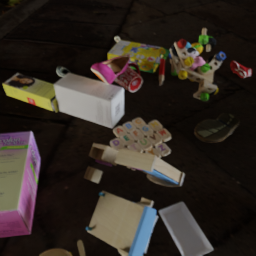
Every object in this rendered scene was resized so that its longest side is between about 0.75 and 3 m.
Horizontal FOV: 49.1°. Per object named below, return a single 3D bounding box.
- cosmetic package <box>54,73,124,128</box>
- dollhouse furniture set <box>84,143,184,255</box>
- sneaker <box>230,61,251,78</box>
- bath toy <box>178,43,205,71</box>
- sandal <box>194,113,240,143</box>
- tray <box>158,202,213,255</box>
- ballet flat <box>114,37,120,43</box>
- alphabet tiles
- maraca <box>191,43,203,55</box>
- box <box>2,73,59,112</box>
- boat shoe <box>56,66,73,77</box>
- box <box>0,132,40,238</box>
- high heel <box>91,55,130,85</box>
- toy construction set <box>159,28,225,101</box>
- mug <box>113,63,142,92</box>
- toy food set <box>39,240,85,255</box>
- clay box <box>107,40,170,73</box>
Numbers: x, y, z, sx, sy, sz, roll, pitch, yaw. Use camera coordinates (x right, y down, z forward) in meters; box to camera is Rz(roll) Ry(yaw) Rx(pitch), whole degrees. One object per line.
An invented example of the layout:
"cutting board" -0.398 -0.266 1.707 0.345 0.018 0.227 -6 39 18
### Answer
"cosmetic package" -1.524 -1.102 11.077 2.538 1.366 1.077 20 46 18
"dollhouse furniture set" -0.045 2.199 8.165 2.634 1.821 2.790 8 72 40
"sneaker" 5.537 -2.857 13.678 0.665 0.451 1.152 -10 56 -22
"bath toy" 3.066 -3.144 13.498 0.881 1.036 2.383 1 46 -39
"sandal" 3.302 0.080 10.424 0.992 0.663 2.428 38 41 25
"tray" 1.552 2.853 7.774 0.846 0.175 1.576 -17 46 -16
"ballet flat" -0.571 -5.058 16.024 0.329 0.278 0.870 -15 45 -15
"alphabet tiles" 0.463 0.439 10.224 2.109 0.154 2.062 -25 51 -19
"maraca" 3.496 -4.109 14.586 0.786 0.614 1.147 -22 -3 19
"box" -3.967 -1.536 12.029 2.702 0.677 1.017 18 47 17
"boat shoe" -2.987 -2.658 13.361 0.541 0.459 1.486 -26 50 -25
"box" -4.090 1.636 8.182 2.491 1.369 2.831 -5 45 -6
"high heel" -0.546 -2.427 10.899 0.979 2.908 1.395 44 99 3
"toy construction set" 2.569 -2.252 11.985 2.940 2.452 2.259 -9 69 44
"mug" -0.044 -2.467 12.694 1.360 1.023 1.533 -46 59 -3
"toy food set" -1.883 3.624 6.901 1.850 0.371 1.277 -16 38 -8
"clay box" 0.564 -3.610 14.207 2.820 0.671 1.620 16 46 15
